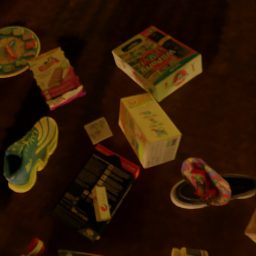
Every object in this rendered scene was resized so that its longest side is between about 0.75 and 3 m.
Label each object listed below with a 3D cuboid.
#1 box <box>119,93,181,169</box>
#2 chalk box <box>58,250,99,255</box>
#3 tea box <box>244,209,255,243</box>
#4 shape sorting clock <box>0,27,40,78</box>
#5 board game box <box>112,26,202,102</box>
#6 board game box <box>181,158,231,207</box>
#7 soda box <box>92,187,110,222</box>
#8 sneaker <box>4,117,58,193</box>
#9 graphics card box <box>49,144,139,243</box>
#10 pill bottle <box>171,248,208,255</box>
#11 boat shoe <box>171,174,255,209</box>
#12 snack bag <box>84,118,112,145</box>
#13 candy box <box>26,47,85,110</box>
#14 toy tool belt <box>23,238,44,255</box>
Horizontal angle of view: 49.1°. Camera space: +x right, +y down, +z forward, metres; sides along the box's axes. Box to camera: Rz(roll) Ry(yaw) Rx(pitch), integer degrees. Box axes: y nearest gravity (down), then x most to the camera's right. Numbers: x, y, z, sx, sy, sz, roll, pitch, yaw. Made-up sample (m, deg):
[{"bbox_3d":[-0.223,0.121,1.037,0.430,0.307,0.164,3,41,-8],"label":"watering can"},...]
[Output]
[{"bbox_3d":[0.645,0.027,9.634,1.158,1.286,2.286,-14,49,-20],"label":"box"},{"bbox_3d":[-0.989,4.359,7.980,2.127,1.318,1.328,8,63,3],"label":"chalk box"},{"bbox_3d":[5.344,2.775,8.192,2.529,1.717,2.570,37,68,-1],"label":"tea box"},{"bbox_3d":[-5.248,-3.386,12.229,2.775,0.544,2.775,0,63,0],"label":"shape sorting clock"},{"bbox_3d":[1.080,-2.626,11.032,2.168,0.944,2.938,-36,53,-10],"label":"board game box"},{"bbox_3d":[2.249,1.729,8.528,0.337,1.367,1.731,-34,67,-32],"label":"board game box"},{"bbox_3d":[-0.845,2.351,8.663,0.335,0.314,0.985,4,60,-34],"label":"soda box"},{"bbox_3d":[-3.318,0.706,9.646,1.110,1.540,2.931,11,65,6],"label":"sneaker"},{"bbox_3d":[-1.053,2.137,9.396,1.758,0.713,2.802,28,67,13],"label":"graphics card box"},{"bbox_3d":[1.861,4.002,8.534,1.027,0.614,0.614,9,64,4],"label":"pill bottle"},{"bbox_3d":[2.896,1.947,9.298,2.951,1.047,1.064,-9,64,-3],"label":"boat shoe"},{"bbox_3d":[-1.125,0.108,10.752,0.855,0.097,0.907,-26,66,-12],"label":"snack bag"},{"bbox_3d":[-2.948,-2.048,11.399,1.563,0.699,2.291,-28,65,-11],"label":"candy box"},{"bbox_3d":[-2.863,4.366,8.225,1.158,1.177,1.885,41,70,-15],"label":"toy tool belt"}]
